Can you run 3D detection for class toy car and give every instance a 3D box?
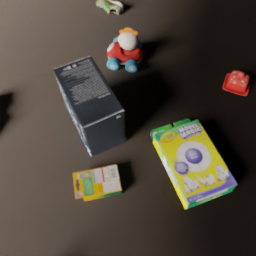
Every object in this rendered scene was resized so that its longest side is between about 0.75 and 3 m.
[{"bbox_3d":[-0.127,-3.116,10.349,1.347,1.523,1.403,8,57,5],"label":"toy car"}]

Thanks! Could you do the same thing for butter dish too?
[{"bbox_3d":[3.939,-1.701,9.961,0.887,0.656,0.885,20,59,13],"label":"butter dish"}]

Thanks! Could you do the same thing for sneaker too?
[{"bbox_3d":[-0.879,-5.342,12.423,1.304,0.501,0.578,15,66,12],"label":"sneaker"}]

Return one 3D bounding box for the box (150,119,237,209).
[{"bbox_3d":[1.830,0.859,8.351,1.562,0.644,2.663,-18,57,-11],"label":"box"}]

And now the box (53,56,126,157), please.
[{"bbox_3d":[-1.149,-0.657,8.628,1.274,1.765,2.379,-24,60,-14],"label":"box"}]

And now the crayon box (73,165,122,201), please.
[{"bbox_3d":[-0.885,1.593,8.047,1.295,0.334,0.814,-9,58,-7],"label":"crayon box"}]
